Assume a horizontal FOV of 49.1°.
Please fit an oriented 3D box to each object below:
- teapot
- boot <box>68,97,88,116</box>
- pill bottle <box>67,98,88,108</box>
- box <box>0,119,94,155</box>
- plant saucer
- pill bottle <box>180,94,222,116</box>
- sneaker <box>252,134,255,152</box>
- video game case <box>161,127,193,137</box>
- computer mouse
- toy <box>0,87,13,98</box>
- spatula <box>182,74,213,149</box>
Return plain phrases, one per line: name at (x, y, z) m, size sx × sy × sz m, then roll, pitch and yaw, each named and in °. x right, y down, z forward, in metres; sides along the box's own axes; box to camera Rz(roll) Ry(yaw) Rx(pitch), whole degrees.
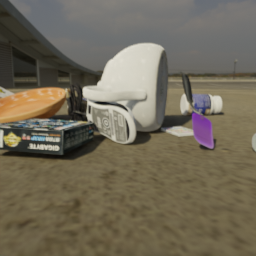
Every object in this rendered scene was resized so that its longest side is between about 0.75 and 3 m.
teapot at (0.029, -1.179, 8.316) m, size 2.021 × 2.731 × 2.767 m, roll 5°, pitch -29°, yaw 14°
boot at (-1.083, -0.668, 10.505) m, size 1.809 × 0.719 × 2.077 m, roll 11°, pitch 8°, yaw 19°
pill bottle at (-1.976, -0.968, 12.515) m, size 1.301 × 0.723 × 0.723 m, roll 2°, pitch 10°, yaw 9°
box at (-1.853, 0.125, 6.286) m, size 1.682 × 0.487 × 2.116 m, roll 4°, pitch 6°, yaw 8°
plant saucer at (-3.493, -0.669, 9.526) m, size 2.908 × 0.544 × 2.908 m, roll -8°, pitch 24°, yaw 3°
pill bottle at (3.145, -0.997, 12.116) m, size 1.591 × 0.921 × 0.921 m, roll -1°, pitch 10°, yaw -5°
sneaker at (3.273, 0.310, 5.182) m, size 0.690 × 0.712 × 1.950 m, roll -8°, pitch 11°, yaw -21°
video game case at (1.515, 0.098, 8.238) m, size 0.709 × 0.089 × 0.991 m, roll -4°, pitch 10°, yaw -22°
computer mouse at (-0.664, -0.296, 7.348) m, size 2.699 × 1.480 × 0.592 m, roll 20°, pitch 33°, yaw 40°
toy at (-5.139, -1.119, 12.857) m, size 2.304 × 0.544 × 1.327 m, roll 29°, pitch 12°, yaw -14°
spatula at (1.566, -0.535, 6.685) m, size 0.649 × 0.236 × 2.297 m, roll 22°, pitch 41°, yaw -29°
